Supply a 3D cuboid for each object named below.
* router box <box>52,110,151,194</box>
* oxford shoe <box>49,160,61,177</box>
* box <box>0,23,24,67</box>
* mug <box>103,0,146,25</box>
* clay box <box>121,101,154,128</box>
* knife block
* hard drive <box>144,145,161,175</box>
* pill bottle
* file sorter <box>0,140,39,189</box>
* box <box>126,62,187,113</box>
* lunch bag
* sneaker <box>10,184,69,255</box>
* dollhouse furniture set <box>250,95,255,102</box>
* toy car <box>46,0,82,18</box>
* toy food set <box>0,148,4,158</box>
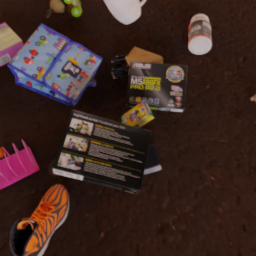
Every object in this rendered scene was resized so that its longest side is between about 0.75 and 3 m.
[{"bbox_3d":[-0.722,0.717,8.393,2.569,0.656,1.916,16,67,-6],"label":"router box"},{"bbox_3d":[-1.702,0.978,8.789,1.704,0.719,0.619,-34,106,-15],"label":"oxford shoe"},{"bbox_3d":[-5.242,-3.452,11.633,1.313,0.722,1.493,-36,66,-21],"label":"box"},{"bbox_3d":[-0.012,-5.623,12.231,1.892,1.659,1.397,-35,35,2],"label":"mug"},{"bbox_3d":[0.234,-0.313,9.374,1.168,0.278,0.671,-34,52,18],"label":"clay box"},{"bbox_3d":[0.278,-2.387,11.062,1.794,0.574,1.575,23,62,13],"label":"knife block"},{"bbox_3d":[0.310,1.048,9.036,1.410,0.298,0.951,-10,66,-6],"label":"hard drive"},{"bbox_3d":[3.003,-3.959,11.774,0.928,0.928,1.629,6,57,4],"label":"pill bottle"},{"bbox_3d":[-3.664,1.091,8.736,1.325,0.831,0.921,-27,61,-16],"label":"file sorter"},{"bbox_3d":[1.039,-1.500,10.246,2.108,0.467,1.689,5,79,3],"label":"box"},{"bbox_3d":[-2.545,-2.195,10.620,2.901,1.365,2.184,26,68,4],"label":"lunch bag"},{"bbox_3d":[-2.344,2.460,7.573,0.866,1.251,2.232,14,61,12],"label":"sneaker"},{"bbox_3d":[4.955,-0.889,10.278,0.697,0.399,0.818,-22,72,-30],"label":"dollhouse furniture set"},{"bbox_3d":[-3.050,-5.508,12.800,1.596,1.259,1.311,-25,41,11],"label":"toy car"},{"bbox_3d":[-5.275,0.872,8.559,2.919,1.313,1.393,-31,64,21],"label":"toy food set"}]
